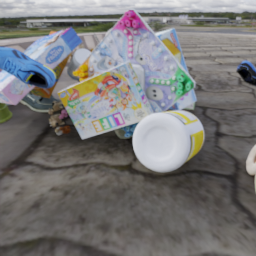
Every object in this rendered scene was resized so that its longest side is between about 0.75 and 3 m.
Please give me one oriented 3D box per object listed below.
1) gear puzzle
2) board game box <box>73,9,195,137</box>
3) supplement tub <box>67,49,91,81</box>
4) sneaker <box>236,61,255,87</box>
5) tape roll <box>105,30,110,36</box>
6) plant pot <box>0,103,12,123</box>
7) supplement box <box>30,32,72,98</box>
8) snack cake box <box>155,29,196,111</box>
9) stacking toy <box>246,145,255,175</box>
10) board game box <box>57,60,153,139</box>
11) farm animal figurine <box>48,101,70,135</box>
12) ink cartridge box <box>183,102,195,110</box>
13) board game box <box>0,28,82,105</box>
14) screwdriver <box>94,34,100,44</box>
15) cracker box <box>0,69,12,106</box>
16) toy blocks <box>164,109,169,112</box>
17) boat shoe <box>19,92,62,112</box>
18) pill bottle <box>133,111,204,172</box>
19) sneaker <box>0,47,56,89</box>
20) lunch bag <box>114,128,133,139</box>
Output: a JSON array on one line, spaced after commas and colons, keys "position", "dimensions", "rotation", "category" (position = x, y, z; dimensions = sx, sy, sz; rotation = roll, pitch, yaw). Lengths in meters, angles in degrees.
[{"position": [-1.370, -2.122, 9.357], "dimensions": [0.327, 1.295, 2.500], "rotation": [-20, 5, -24], "category": "gear puzzle"}, {"position": [0.027, -1.148, 6.606], "dimensions": [2.233, 2.232, 0.289], "rotation": [-39, 2, 33], "category": "board game box"}, {"position": [-1.397, -1.808, 8.122], "dimensions": [0.589, 0.589, 0.893], "rotation": [-15, -11, -31], "category": "supplement tub"}, {"position": [3.890, -1.450, 8.563], "dimensions": [1.367, 0.479, 0.533], "rotation": [42, 57, 7], "category": "sneaker"}, {"position": [-0.276, -3.687, 11.738], "dimensions": [1.166, 0.801, 1.166], "rotation": [-23, -3, -1], "category": "tape roll"}, {"position": [-4.904, -1.073, 9.333], "dimensions": [1.717, 1.631, 1.717], "rotation": [0, 22, 0], "category": "plant pot"}, {"position": [-2.790, -2.268, 10.074], "dimensions": [0.804, 2.337, 0.778], "rotation": [16, -15, 23], "category": "supplement box"}, {"position": [0.995, -1.527, 7.565], "dimensions": [0.669, 1.991, 1.145], "rotation": [-29, 19, -19], "category": "snack cake box"}, {"position": [3.284, 0.844, 6.289], "dimensions": [1.034, 0.756, 0.756], "rotation": [20, 25, 2], "category": "stacking toy"}, {"position": [-0.580, -0.608, 6.805], "dimensions": [2.036, 1.369, 0.348], "rotation": [-18, 18, 29], "category": "board game box"}, {"position": [-1.989, -0.247, 7.761], "dimensions": [0.484, 0.928, 0.918], "rotation": [-15, 3, -27], "category": "farm animal figurine"}, {"position": [1.877, -1.053, 10.958], "dimensions": [1.424, 0.341, 1.036], "rotation": [7, 24, 12], "category": "ink cartridge box"}, {"position": [-2.916, -1.789, 8.224], "dimensions": [2.576, 0.559, 2.563], "rotation": [10, 56, 52], "category": "board game box"}, {"position": [-0.390, -1.450, 6.950], "dimensions": [0.274, 1.886, 0.263], "rotation": [-30, 13, 20], "category": "screwdriver"}, {"position": [-5.847, -1.610, 10.219], "dimensions": [2.848, 1.907, 0.821], "rotation": [-13, 26, -28], "category": "cracker box"}, {"position": [0.718, -0.625, 7.651], "dimensions": [0.764, 0.714, 0.643], "rotation": [-20, 36, 47], "category": "toy blocks"}, {"position": [-3.421, -1.183, 10.675], "dimensions": [2.465, 0.762, 0.898], "rotation": [19, 30, 38], "category": "boat shoe"}, {"position": [1.071, 0.218, 6.524], "dimensions": [1.228, 1.228, 2.192], "rotation": [11, 10, 25], "category": "pill bottle"}, {"position": [-2.140, -1.188, 5.562], "dimensions": [1.416, 0.467, 0.555], "rotation": [24, 23, -10], "category": "sneaker"}, {"position": [-0.082, -1.182, 8.508], "dimensions": [1.514, 2.112, 2.575], "rotation": [-1, 33, 24], "category": "lunch bag"}]
